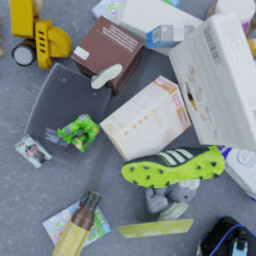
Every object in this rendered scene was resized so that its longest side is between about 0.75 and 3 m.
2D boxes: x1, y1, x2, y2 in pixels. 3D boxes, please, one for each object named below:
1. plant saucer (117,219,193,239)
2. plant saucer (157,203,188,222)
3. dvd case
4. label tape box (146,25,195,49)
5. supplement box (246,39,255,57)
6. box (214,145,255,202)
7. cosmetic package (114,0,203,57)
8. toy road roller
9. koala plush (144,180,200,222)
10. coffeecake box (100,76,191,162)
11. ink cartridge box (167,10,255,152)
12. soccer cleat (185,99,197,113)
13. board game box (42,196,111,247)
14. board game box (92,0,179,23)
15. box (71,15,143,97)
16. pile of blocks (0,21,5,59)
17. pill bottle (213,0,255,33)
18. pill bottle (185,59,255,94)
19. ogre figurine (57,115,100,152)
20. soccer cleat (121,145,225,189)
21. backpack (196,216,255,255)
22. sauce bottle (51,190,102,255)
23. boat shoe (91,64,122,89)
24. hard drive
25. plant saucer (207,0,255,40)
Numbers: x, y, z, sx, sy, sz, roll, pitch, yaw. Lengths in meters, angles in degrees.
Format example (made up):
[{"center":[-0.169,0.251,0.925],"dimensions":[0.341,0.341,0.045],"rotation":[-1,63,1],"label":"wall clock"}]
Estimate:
[{"center":[0.790,2.940,8.104],"dimensions":[2.222,2.222,0.345],"rotation":[-5,69,0],"label":"plant saucer"},{"center":[1.180,2.372,7.850],"dimensions":[1.064,1.064,0.267],"rotation":[-37,81,-2],"label":"plant saucer"},{"center":[-2.913,0.730,8.596],"dimensions":[0.717,0.108,0.982],"rotation":[-34,109,22],"label":"dvd case"},{"center":[1.310,-2.432,7.527],"dimensions":[1.397,1.007,0.442],"rotation":[-5,98,-16],"label":"label tape box"},{"center":[3.862,-2.576,9.151],"dimensions":[1.341,0.446,0.461],"rotation":[-7,60,14],"label":"supplement box"},{"center":[4.155,0.854,8.754],"dimensions":[2.157,1.230,2.345],"rotation":[-43,87,-2],"label":"box"},{"center":[0.922,-3.044,8.576],"dimensions":[2.545,1.370,1.080],"rotation":[19,91,-18],"label":"cosmetic package"},{"center":[-2.602,-2.970,8.592],"dimensions":[1.687,1.420,2.311],"rotation":[1,116,-8],"label":"toy road roller"},{"center":[1.336,1.910,8.641],"dimensions":[1.649,1.462,1.515],"rotation":[-10,57,0],"label":"koala plush"},{"center":[0.599,-0.103,8.401],"dimensions":[2.322,1.782,0.848],"rotation":[-39,45,-8],"label":"coffeecake box"},{"center":[2.139,-0.946,6.846],"dimensions":[0.648,2.553,2.897],"rotation":[-22,95,-11],"label":"ink cartridge box"},{"center":[2.048,-0.586,8.698],"dimensions":[0.680,1.627,0.526],"rotation":[-17,96,17],"label":"soccer cleat"},{"center":[-1.650,3.181,9.082],"dimensions":[1.766,0.323,1.336],"rotation":[-31,88,-1],"label":"board game box"},{"center":[0.247,-4.026,9.455],"dimensions":[2.359,0.432,1.784],"rotation":[-43,88,-2],"label":"board game box"},{"center":[-0.584,-2.105,8.638],"dimensions":[1.507,1.816,1.491],"rotation":[34,86,1],"label":"box"},{"center":[-4.576,-3.070,9.363],"dimensions":[0.670,0.507,1.631],"rotation":[-6,86,0],"label":"pile of blocks"},{"center":[2.907,-2.930,8.233],"dimensions":[1.022,1.821,1.022],"rotation":[-1,68,2],"label":"pill bottle"},{"center":[3.148,-1.249,8.125],"dimensions":[2.820,1.583,1.583],"rotation":[21,86,37],"label":"pill bottle"},{"center":[-1.327,0.111,7.970],"dimensions":[0.888,1.481,0.727],"rotation":[-45,44,2],"label":"ogre figurine"},{"center":[1.254,1.054,8.064],"dimensions":[2.863,1.160,0.967],"rotation":[-7,116,9],"label":"soccer cleat"},{"center":[3.019,4.504,8.145],"dimensions":[2.737,2.017,2.998],"rotation":[39,86,2],"label":"backpack"},{"center":[-1.506,3.068,8.520],"dimensions":[0.765,0.765,2.363],"rotation":[28,75,2],"label":"sauce bottle"},{"center":[-0.604,-1.429,7.393],"dimensions":[1.007,0.367,0.311],"rotation":[-32,57,28],"label":"boat shoe"},{"center":[-1.902,-0.341,8.588],"dimensions":[1.938,0.608,2.873],"rotation":[24,108,-13],"label":"hard drive"},{"center":[3.492,-3.599,9.517],"dimensions":[1.697,0.272,1.697],"rotation":[0,86,-1],"label":"plant saucer"}]
